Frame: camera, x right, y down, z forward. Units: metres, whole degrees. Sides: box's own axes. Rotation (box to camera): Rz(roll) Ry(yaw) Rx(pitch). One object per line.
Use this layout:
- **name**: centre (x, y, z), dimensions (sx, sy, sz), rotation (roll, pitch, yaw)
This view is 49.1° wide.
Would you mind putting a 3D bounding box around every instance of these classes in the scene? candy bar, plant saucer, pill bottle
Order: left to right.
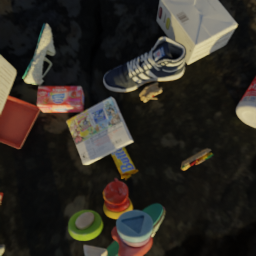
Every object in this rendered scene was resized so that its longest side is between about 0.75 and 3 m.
- **plant saucer**: centre (-3.779, -0.209, 9.080), dimensions (1.477, 0.272, 1.480), rotation (21, 74, 6)
- **candy bar**: centre (-0.443, 0.478, 8.879), dimensions (0.609, 0.271, 2.442), rotation (-26, 74, -6)
- **pill bottle**: centre (4.446, -1.116, 8.855), dimensions (1.203, 1.203, 2.142), rotation (34, 76, 9)

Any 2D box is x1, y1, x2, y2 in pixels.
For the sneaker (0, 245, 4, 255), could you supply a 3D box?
- **sneaker**: centre (-4.233, 2.982, 7.985), dimensions (0.871, 0.717, 1.894), rotation (-36, 84, -17)

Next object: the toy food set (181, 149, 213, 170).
- **toy food set**: centre (1.923, 0.893, 7.927), dimensions (0.980, 0.970, 0.239), rotation (-29, 80, 0)

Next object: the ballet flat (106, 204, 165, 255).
- **ballet flat**: centre (0.257, 3.007, 7.720), dimensions (2.141, 0.762, 0.740), rotation (-38, 35, -29)

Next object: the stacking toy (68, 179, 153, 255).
- **stacking toy**: centre (-0.450, 2.130, 6.574), dimensions (1.776, 0.829, 1.962), rotation (-14, 30, -24)

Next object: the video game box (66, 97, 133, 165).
- **video game box**: centre (-0.903, 0.107, 8.692), dimensions (1.688, 0.395, 1.538), rotation (-27, 77, 11)

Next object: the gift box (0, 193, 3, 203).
- **gift box**: centre (-4.205, 2.114, 8.142), dimensions (0.730, 0.782, 0.722), rotation (5, 68, 3)

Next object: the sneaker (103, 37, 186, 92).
- **sneaker**: centre (0.527, -2.009, 8.956), dimensions (2.792, 1.515, 0.979), rotation (-12, 74, -4)

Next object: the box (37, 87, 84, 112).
- **box**: centre (-2.160, -0.909, 9.065), dimensions (1.377, 0.706, 0.652), rotation (0, 74, -1)

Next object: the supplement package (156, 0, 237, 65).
- **supplement package**: centre (2.253, -3.611, 9.596), dimensions (1.665, 1.185, 2.138), rotation (-29, 74, -9)

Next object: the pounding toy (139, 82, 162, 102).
- **pounding toy**: centre (0.753, -1.043, 9.228), dimensions (0.963, 0.551, 0.552), rotation (-28, 75, -28)

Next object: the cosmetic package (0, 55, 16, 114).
- **cosmetic package**: centre (-5.005, -1.281, 8.359), dimensions (1.944, 1.932, 2.323), rotation (9, 72, 13)

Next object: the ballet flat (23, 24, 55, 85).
- **ballet flat**: centre (-2.933, -2.450, 9.614), dimensions (0.797, 0.797, 2.221), rotation (14, 77, 4)
